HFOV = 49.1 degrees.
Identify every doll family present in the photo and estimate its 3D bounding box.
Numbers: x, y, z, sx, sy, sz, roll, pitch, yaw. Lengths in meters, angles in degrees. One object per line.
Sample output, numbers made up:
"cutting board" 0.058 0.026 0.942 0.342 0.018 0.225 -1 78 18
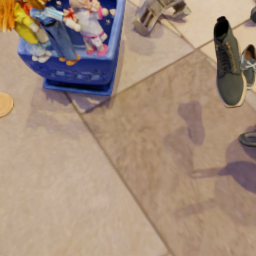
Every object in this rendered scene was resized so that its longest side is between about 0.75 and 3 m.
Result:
"doll family" -1.630 -1.978 5.373 2.512 1.559 1.132 16 59 28

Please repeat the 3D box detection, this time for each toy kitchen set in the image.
"toy kitchen set" 1.261 -3.709 9.164 1.229 1.506 1.359 40 65 -28

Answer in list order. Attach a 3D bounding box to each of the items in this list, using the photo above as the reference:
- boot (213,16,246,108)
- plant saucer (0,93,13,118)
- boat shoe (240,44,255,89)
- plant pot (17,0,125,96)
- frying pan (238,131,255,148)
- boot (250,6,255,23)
"boot" 1.760 -1.159 5.076 0.555 0.992 1.434 -11 71 26
"plant saucer" -3.848 -0.687 8.314 0.843 0.136 0.843 0 65 0
"boat shoe" 3.721 -1.914 8.685 0.531 0.500 1.479 11 67 4
"plant pot" -1.365 -2.289 7.932 2.398 2.156 2.398 6 65 3
"frying pan" 3.016 0.418 4.846 2.815 0.458 1.703 -25 71 -37
"boot" 4.671 -4.738 9.870 2.333 0.808 2.031 -23 66 -20
